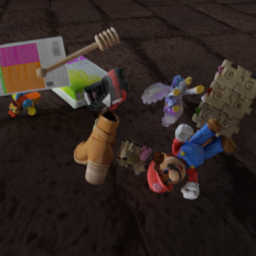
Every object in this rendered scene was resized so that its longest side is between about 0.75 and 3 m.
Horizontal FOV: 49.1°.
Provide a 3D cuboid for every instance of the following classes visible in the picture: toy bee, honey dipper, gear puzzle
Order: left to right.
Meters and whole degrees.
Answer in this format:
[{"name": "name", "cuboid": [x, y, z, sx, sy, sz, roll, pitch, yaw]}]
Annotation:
[{"name": "toy bee", "cuboid": [-4.191, -0.920, 10.763, 1.716, 0.933, 1.123, 3, 43, -51]}, {"name": "honey dipper", "cuboid": [-1.711, -2.474, 9.391, 2.970, 0.564, 0.564, -27, 43, -4]}, {"name": "gear puzzle", "cuboid": [2.886, -0.498, 8.748, 1.522, 2.938, 0.385, 25, 15, -5]}]

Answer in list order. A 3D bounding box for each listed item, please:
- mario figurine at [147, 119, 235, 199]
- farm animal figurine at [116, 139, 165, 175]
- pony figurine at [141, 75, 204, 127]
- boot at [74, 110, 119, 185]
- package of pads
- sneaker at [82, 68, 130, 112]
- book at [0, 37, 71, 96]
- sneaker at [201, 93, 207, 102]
[{"name": "mario figurine", "cuboid": [1.604, 0.900, 7.388, 2.472, 1.310, 1.526, -38, 60, 4]}, {"name": "farm animal figurine", "cuboid": [0.144, 0.755, 6.994, 1.386, 0.723, 1.370, 24, -5, -35]}, {"name": "pony figurine", "cuboid": [1.511, -1.001, 9.213, 1.757, 1.516, 1.820, -40, 9, 6]}, {"name": "boot", "cuboid": [-0.824, 0.287, 7.231, 0.806, 1.632, 2.102, 12, 13, -15]}, {"name": "package of pads", "cuboid": [-2.126, -2.053, 11.957, 2.094, 0.924, 2.710, -27, 50, -32]}, {"name": "sneaker", "cuboid": [-0.778, -1.117, 9.051, 1.291, 2.643, 0.934, -15, 83, -18]}, {"name": "book", "cuboid": [-3.566, -2.204, 10.086, 2.643, 1.766, 0.635, -8, 16, -2]}, {"name": "sneaker", "cuboid": [3.548, -1.295, 11.519, 1.137, 0.427, 0.657, -10, 37, -11]}]
